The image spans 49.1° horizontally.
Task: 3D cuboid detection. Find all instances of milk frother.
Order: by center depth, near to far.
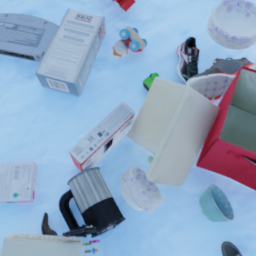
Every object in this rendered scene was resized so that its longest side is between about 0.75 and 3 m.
[{"bbox_3d":[-1.109,1.987,7.299,1.567,1.737,1.634,-26,69,-13],"label":"milk frother"}]

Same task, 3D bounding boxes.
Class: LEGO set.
[{"bbox_3d":[-0.930,3.144,7.364,0.341,0.830,0.317,4,64,-25],"label":"LEGO set"}]

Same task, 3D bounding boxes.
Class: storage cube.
[{"bbox_3d":[3.517,0.175,7.763,2.248,2.364,2.629,22,67,9],"label":"storage cube"}]

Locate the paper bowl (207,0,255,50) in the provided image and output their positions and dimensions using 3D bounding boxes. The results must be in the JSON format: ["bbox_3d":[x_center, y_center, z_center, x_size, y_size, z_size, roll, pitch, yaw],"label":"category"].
[{"bbox_3d":[3.845,-3.652,10.175,1.906,0.991,1.906,0,66,0],"label":"paper bowl"}]

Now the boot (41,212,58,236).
[{"bbox_3d":[-2.149,2.844,7.724,0.489,0.377,1.009,2,76,-10],"label":"boot"}]

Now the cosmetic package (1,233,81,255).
[{"bbox_3d":[-2.103,3.126,6.929,1.814,0.938,0.792,7,78,-5],"label":"cosmetic package"}]

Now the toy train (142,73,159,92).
[{"bbox_3d":[1.372,-0.881,9.260,0.675,0.500,2.394,-38,72,-7],"label":"toy train"}]

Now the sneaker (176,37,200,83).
[{"bbox_3d":[2.115,-2.350,9.591,0.739,0.794,1.839,1,65,-22],"label":"sneaker"}]

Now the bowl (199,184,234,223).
[{"bbox_3d":[2.362,2.154,7.724,0.564,1.078,1.078,-39,66,28],"label":"bowl"}]

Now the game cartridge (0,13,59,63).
[{"bbox_3d":[-3.935,-3.395,10.360,2.651,0.536,1.768,13,70,5],"label":"game cartridge"}]

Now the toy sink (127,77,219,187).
[{"bbox_3d":[1.099,0.136,7.792,1.416,1.648,2.528,29,96,44],"label":"toy sink"}]

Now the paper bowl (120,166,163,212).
[{"bbox_3d":[0.288,1.739,7.713,0.671,1.289,1.289,-44,71,13],"label":"paper bowl"}]

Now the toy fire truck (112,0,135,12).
[{"bbox_3d":[-0.552,-5.198,10.282,0.601,1.738,2.464,-39,59,16],"label":"toy fire truck"}]

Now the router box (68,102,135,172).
[{"bbox_3d":[-0.726,0.362,7.975,0.483,1.775,1.977,43,73,9],"label":"router box"}]

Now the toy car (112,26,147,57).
[{"bbox_3d":[-0.066,-2.909,10.027,1.004,1.135,1.046,50,31,-3],"label":"toy car"}]

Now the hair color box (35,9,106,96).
[{"bbox_3d":[-1.914,-2.685,9.814,1.447,0.886,2.924,16,68,7],"label":"hair color box"}]

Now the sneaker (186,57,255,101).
[{"bbox_3d":[3.028,-1.743,9.384,2.856,1.101,1.170,-13,52,-20],"label":"sneaker"}]

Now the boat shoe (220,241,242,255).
[{"bbox_3d":[2.931,3.722,7.250,0.527,0.449,1.576,-18,68,-8],"label":"boat shoe"}]

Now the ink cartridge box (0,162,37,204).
[{"bbox_3d":[-3.708,1.616,8.205,1.940,0.407,1.158,-1,67,-3],"label":"ink cartridge box"}]
